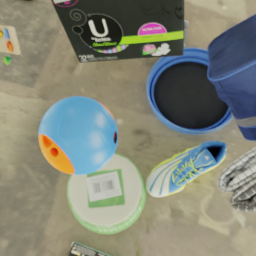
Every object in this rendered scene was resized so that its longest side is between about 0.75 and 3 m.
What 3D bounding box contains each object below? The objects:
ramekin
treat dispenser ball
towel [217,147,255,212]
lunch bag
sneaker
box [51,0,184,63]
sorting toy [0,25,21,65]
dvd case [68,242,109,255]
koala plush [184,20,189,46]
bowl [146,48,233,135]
[{"bbox_3d":[-0.574,1.651,7.339,2.134,1.042,2.134,0,69,0],"label":"ramekin"},{"bbox_3d":[-0.906,0.146,5.186,1.443,1.443,1.443,0,69,0],"label":"treat dispenser ball"},{"bbox_3d":[2.560,0.683,4.700,1.933,1.601,0.827,-37,65,17],"label":"towel"},{"bbox_3d":[2.947,-1.082,5.825,1.902,1.953,2.875,51,34,-22],"label":"lunch bag"},{"bbox_3d":[1.573,0.969,7.465,2.466,1.295,0.934,-30,73,-11],"label":"sneaker"},{"bbox_3d":[-0.058,-2.969,6.813,2.795,2.076,1.737,-1,60,12],"label":"box"},{"bbox_3d":[-2.588,-1.742,5.995,0.627,0.848,0.125,13,35,26],"label":"sorting toy"},{"bbox_3d":[-1.085,4.010,6.910,1.385,0.209,1.897,17,70,6],"label":"dvd case"},{"bbox_3d":[1.347,-3.181,9.203,1.299,1.193,1.152,16,70,-7],"label":"koala plush"},{"bbox_3d":[1.997,-1.128,8.647,2.876,0.565,2.876,0,70,0],"label":"bowl"}]
